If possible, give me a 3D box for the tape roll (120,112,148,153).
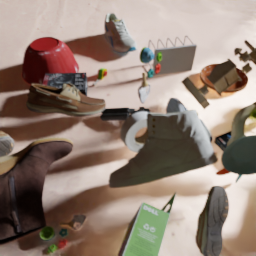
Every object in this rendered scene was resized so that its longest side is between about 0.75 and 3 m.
[{"bbox_3d":[0.394,0.146,8.687,1.267,1.267,0.443,-18,38,-17],"label":"tape roll"}]

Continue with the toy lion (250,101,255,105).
[{"bbox_3d":[5.263,-1.067,9.170,2.345,2.247,0.805,-36,89,-26],"label":"toy lion"}]

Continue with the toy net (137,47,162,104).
[{"bbox_3d":[0.686,-1.871,10.201,0.382,1.979,1.038,18,10,32],"label":"toy net"}]

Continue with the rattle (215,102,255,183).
[{"bbox_3d":[3.518,0.403,7.421,2.466,1.606,1.762,-47,18,-11],"label":"rattle"}]

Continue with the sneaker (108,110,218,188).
[{"bbox_3d":[0.618,0.497,7.410,2.990,1.728,1.101,-20,-2,20],"label":"sneaker"}]

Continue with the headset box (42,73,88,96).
[{"bbox_3d":[-2.492,-1.483,10.751,1.812,0.700,1.348,-4,42,-4],"label":"headset box"}]

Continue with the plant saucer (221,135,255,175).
[{"bbox_3d":[3.066,0.628,7.056,1.471,1.471,0.283,2,41,2],"label":"plant saucer"}]

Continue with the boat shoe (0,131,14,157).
[{"bbox_3d":[-4.701,0.743,8.476,2.319,0.878,0.833,-21,44,-32],"label":"boat shoe"}]

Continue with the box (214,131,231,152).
[{"bbox_3d":[3.504,0.608,8.942,0.949,0.275,1.194,-20,48,-18],"label":"box"}]

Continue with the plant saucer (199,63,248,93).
[{"bbox_3d":[3.947,-2.038,11.629,1.946,0.314,1.946,0,45,0],"label":"plant saucer"}]

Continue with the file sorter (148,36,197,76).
[{"bbox_3d":[1.809,-3.165,12.079,1.797,1.247,1.119,-10,46,-10],"label":"file sorter"}]

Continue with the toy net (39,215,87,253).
[{"bbox_3d":[-1.551,2.551,7.000,1.206,0.233,0.633,-26,50,-24],"label":"toy net"}]

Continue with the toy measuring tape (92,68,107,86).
[{"bbox_3d":[-1.188,-2.202,11.736,0.418,0.418,1.136,19,47,18],"label":"toy measuring tape"}]

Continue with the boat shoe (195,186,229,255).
[{"bbox_3d":[1.829,2.096,6.372,0.617,1.630,0.585,14,-4,-22],"label":"boat shoe"}]

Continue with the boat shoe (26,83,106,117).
[{"bbox_3d":[-2.043,-0.988,9.454,2.665,0.957,1.009,2,23,-16],"label":"boat shoe"}]

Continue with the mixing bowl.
[{"bbox_3d":[-3.383,-2.962,11.854,2.468,1.337,2.468,0,45,0],"label":"mixing bowl"}]

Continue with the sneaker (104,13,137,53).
[{"bbox_3d":[-0.470,-4.581,13.621,1.091,1.152,2.851,-19,48,-20],"label":"sneaker"}]

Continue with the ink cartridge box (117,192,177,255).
[{"bbox_3d":[0.294,2.505,6.241,0.709,1.241,2.390,24,48,4],"label":"ink cartridge box"}]

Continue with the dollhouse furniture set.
[{"bbox_3d":[3.156,-2.005,9.569,2.571,1.332,1.138,-40,63,15],"label":"dollhouse furniture set"}]

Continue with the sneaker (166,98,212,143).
[{"bbox_3d":[1.993,-0.175,9.453,0.847,0.874,2.392,8,37,-24],"label":"sneaker"}]

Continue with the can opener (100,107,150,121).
[{"bbox_3d":[-0.064,-0.404,9.913,1.805,0.604,0.481,-1,59,16],"label":"can opener"}]

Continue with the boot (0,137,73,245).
[{"bbox_3d":[-2.562,1.619,7.670,2.831,1.024,2.355,-19,59,-20],"label":"boot"}]
